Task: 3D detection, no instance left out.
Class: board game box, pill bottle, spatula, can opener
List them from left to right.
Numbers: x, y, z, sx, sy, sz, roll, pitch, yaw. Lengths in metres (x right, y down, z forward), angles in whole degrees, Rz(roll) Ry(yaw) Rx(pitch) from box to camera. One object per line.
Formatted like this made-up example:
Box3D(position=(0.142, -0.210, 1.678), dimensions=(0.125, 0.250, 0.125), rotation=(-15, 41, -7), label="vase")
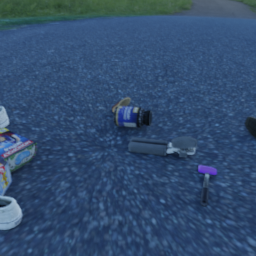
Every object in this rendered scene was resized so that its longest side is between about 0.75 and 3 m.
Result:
Box3D(position=(-4.209, 1.109, 8.722), dimensions=(2.513, 0.776, 2.515), rotation=(20, 34, 30), label="board game box")
Box3D(position=(0.202, -0.437, 11.337), dimensions=(1.458, 0.815, 0.815), rotation=(4, 29, 14), label="pill bottle")
Box3D(position=(1.192, 0.525, 9.784), dimensions=(2.347, 0.785, 0.626), rotation=(6, 29, 10), label="can opener")
Box3D(position=(2.316, 1.656, 8.309), dimensions=(0.573, 0.208, 2.027), rotation=(8, 30, 15), label="spatula")

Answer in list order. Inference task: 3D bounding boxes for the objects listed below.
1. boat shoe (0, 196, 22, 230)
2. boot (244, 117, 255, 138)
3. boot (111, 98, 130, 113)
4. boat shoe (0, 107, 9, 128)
Box3D(position=(-3.889, 1.965, 7.137), dimensions=(2.382, 0.779, 0.876), rotation=(2, 29, 3), label="boat shoe")
Box3D(position=(5.552, 0.107, 10.829), dimensions=(1.229, 0.688, 1.777), rotation=(-13, 44, -32), label="boot")
Box3D(position=(-0.361, -1.106, 12.767), dimensions=(0.988, 0.357, 0.822), rotation=(-41, 22, 5), label="boot")
Box3D(position=(-5.763, -0.081, 10.842), dimensions=(0.943, 0.837, 2.562), rotation=(9, 30, 16), label="boat shoe")
